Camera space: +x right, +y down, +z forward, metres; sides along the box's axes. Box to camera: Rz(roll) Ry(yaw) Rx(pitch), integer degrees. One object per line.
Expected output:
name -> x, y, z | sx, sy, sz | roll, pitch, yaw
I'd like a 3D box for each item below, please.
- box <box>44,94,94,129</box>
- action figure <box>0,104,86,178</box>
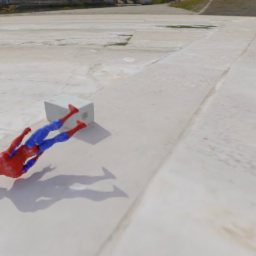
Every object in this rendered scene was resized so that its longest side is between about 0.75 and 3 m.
box -> -1.784, -0.517, 8.507 | 1.304, 0.635, 0.811 | 19, 33, 32
action figure -> -2.052, 0.382, 6.186 | 2.359, 0.772, 0.610 | -40, 42, -27
